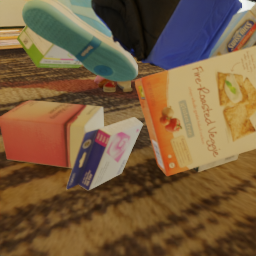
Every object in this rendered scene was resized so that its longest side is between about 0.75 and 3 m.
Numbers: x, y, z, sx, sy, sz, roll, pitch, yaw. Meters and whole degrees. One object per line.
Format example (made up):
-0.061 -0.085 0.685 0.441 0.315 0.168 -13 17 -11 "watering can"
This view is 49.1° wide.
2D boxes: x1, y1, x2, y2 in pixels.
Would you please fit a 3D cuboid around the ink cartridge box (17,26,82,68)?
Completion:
-1.450 -3.087 8.062 1.082 2.857 2.111 54 27 6 "ink cartridge box"

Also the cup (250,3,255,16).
3.640 -2.922 7.532 1.120 0.801 1.120 -4 41 4 "cup"

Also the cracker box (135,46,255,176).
0.804 -0.192 2.520 1.294 0.867 0.373 -17 8 -5 "cracker box"

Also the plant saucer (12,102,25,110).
-3.278 -0.670 9.207 1.058 0.170 1.058 0 23 0 "plant saucer"

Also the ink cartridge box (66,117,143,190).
-0.246 0.313 3.111 0.176 0.797 0.812 37 33 24 "ink cartridge box"

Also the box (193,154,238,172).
1.569 0.414 6.602 1.155 0.291 1.600 -12 26 -26 "box"

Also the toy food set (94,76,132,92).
-0.687 -1.943 11.897 1.490 0.369 2.344 -3 32 -5 "toy food set"

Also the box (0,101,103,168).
-1.630 0.104 6.338 1.941 1.057 1.241 5 25 12 "box"

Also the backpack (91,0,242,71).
0.349 -1.464 3.265 1.314 1.272 1.566 9 32 -48 "backpack"

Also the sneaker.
-0.754 -2.460 6.462 1.157 1.899 2.909 -16 -37 43 "sneaker"

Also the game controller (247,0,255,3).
1.729 -2.408 4.568 2.091 0.440 1.091 28 34 18 "game controller"

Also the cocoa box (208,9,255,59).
2.367 -1.740 6.653 1.071 1.633 1.089 39 0 -18 "cocoa box"
